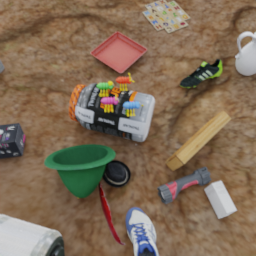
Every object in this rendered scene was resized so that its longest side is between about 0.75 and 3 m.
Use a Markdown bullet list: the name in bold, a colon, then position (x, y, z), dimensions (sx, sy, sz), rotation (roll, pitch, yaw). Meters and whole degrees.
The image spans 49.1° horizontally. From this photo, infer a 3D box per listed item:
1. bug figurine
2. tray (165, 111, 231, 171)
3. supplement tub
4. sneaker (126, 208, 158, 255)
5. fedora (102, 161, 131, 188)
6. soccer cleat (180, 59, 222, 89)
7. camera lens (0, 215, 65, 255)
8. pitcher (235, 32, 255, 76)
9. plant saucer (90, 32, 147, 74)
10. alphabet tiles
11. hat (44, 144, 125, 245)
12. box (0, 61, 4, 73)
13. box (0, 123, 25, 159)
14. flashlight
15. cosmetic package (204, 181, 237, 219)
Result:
- **bug figurine**: position (-0.281, -1.054, 8.576), dimensions (1.267, 0.420, 1.634), rotation (-7, 51, -13)
- **tray**: position (2.245, 0.431, 9.110), dimensions (2.298, 1.133, 0.426), rotation (-40, 81, -20)
- **supplement tub**: position (-0.539, -0.571, 9.455), dimensions (2.636, 1.615, 1.615), rotation (13, 61, 7)
- **sneaker**: position (0.467, 3.120, 7.672), dimensions (0.799, 0.935, 2.122), rotation (-14, 56, -8)
- **fedora**: position (-0.388, 1.404, 8.980), dimensions (0.976, 0.446, 0.976), rotation (0, 60, 0)
- **soccer cleat**: position (2.777, -2.104, 10.769), dimensions (1.873, 0.759, 0.632), rotation (-24, 38, -14)
- **camera lens**: position (-2.979, 3.318, 6.994), dimensions (2.439, 1.951, 1.951), rotation (13, 61, 8)
- **pitcher**: position (4.616, -2.852, 10.619), dimensions (1.475, 1.720, 1.042), rotation (8, 57, -5)
- **plant saucer**: position (-0.381, -3.090, 11.667), dimensions (1.721, 0.316, 1.724), rotation (36, 67, 19)
- **alphabet tiles**: position (1.762, -5.243, 13.054), dimensions (1.787, 0.068, 2.148), rotation (-24, 63, -14)
- **hat**: position (-1.335, 1.926, 8.560), dimensions (2.136, 2.579, 2.270), rotation (-5, 103, -4)
- **box**: position (-5.968, -2.328, 10.915), dimensions (1.525, 0.800, 1.403), rotation (19, 61, 10)
- **box**: position (-4.258, 0.470, 9.236), dimensions (1.458, 0.773, 0.891), rotation (-7, 45, -3)
- **flashlight**: position (1.772, 1.812, 8.724), dimensions (1.702, 0.576, 0.578), rotation (-17, 57, -15)
- **cosmetic package**: position (2.767, 2.169, 8.460), dimensions (0.406, 0.515, 0.958), rotation (-9, 61, -25)
